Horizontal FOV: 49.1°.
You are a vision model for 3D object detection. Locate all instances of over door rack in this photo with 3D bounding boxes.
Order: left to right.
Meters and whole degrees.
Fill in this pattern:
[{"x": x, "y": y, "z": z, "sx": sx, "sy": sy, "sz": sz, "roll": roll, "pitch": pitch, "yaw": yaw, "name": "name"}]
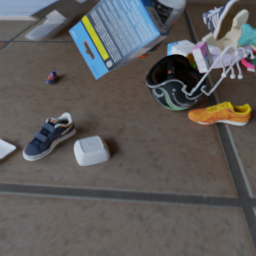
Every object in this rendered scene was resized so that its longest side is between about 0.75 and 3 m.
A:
[{"x": 2.432, "y": -1.368, "z": 7.363, "sx": 1.256, "sy": 1.700, "sz": 0.566, "roll": -8, "pitch": 61, "yaw": -49, "name": "over door rack"}]

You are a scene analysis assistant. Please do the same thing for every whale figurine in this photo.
[{"x": 5.194, "y": -3.212, "z": 10.135, "sx": 2.240, "sy": 1.782, "sz": 1.162, "roll": 17, "pitch": -3, "yaw": 2, "name": "whale figurine"}]

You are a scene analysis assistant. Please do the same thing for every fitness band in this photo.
[{"x": 6.506, "y": -3.362, "z": 13.712, "sx": 1.864, "sy": 0.349, "sz": 1.339, "roll": 15, "pitch": 72, "yaw": 19, "name": "fitness band"}]

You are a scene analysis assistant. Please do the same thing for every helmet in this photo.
[{"x": 1.840, "y": -1.588, "z": 10.573, "sx": 1.999, "sy": 1.906, "sz": 1.999, "roll": -30, "pitch": 41, "yaw": 29, "name": "helmet"}]

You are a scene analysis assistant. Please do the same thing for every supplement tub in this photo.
[{"x": 0.755, "y": -3.750, "z": 9.874, "sx": 1.567, "sy": 2.558, "sz": 1.567, "roll": 12, "pitch": 59, "yaw": -20, "name": "supplement tub"}]

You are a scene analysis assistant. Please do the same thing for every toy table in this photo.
[{"x": 4.946, "y": -4.377, "z": 13.758, "sx": 2.808, "sy": 1.644, "sz": 2.581, "roll": -43, "pitch": 39, "yaw": -15, "name": "toy table"}]

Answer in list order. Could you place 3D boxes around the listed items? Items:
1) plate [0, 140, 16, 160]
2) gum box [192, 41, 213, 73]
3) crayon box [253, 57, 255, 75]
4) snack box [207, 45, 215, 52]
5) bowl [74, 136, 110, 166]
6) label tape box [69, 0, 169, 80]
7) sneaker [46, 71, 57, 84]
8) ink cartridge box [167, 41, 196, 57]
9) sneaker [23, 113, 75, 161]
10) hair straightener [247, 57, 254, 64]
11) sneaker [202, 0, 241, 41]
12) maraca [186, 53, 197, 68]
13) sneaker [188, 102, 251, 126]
[{"x": -4.273, "y": 0.783, "z": 8.867, "sx": 1.023, "sy": 0.165, "sz": 1.021, "roll": 20, "pitch": 42, "yaw": 24, "name": "plate"}, {"x": 2.162, "y": -2.019, "z": 8.064, "sx": 0.264, "sy": 0.799, "sz": 0.453, "roll": 2, "pitch": 42, "yaw": 44, "name": "gum box"}, {"x": 4.898, "y": -2.213, "z": 8.675, "sx": 1.701, "sy": 0.496, "sz": 1.468, "roll": -10, "pitch": -6, "yaw": 16, "name": "crayon box"}, {"x": 4.981, "y": -4.353, "z": 15.505, "sx": 1.575, "sy": 0.417, "sz": 1.120, "roll": 24, "pitch": 43, "yaw": 29, "name": "snack box"}, {"x": -1.152, "y": 0.660, "z": 8.853, "sx": 1.055, "sy": 0.394, "sz": 1.053, "roll": -11, "pitch": 39, "yaw": -16, "name": "bowl"}, {"x": -0.327, "y": -2.846, "z": 8.350, "sx": 2.495, "sy": 1.799, "sz": 0.790, "roll": -28, "pitch": 2, "yaw": 34, "name": "label tape box"}, {"x": -3.519, "y": -2.311, "z": 12.827, "sx": 0.351, "sy": 0.365, "sz": 0.931, "roll": 2, "pitch": 37, "yaw": 4, "name": "sneaker"}, {"x": 3.036, "y": -3.869, "z": 14.595, "sx": 1.246, "sy": 0.730, "sz": 1.724, "roll": -17, "pitch": 39, "yaw": -21, "name": "ink cartridge box"}, {"x": -2.598, "y": 0.204, "z": 9.129, "sx": 0.799, "sy": 0.809, "sz": 2.037, "roll": 23, "pitch": 44, "yaw": 26, "name": "sneaker"}, {"x": 5.935, "y": -3.190, "z": 13.541, "sx": 0.533, "sy": 0.284, "sz": 1.386, "roll": 37, "pitch": 22, "yaw": 14, "name": "hair straightener"}, {"x": 3.752, "y": -4.705, "z": 11.512, "sx": 0.778, "sy": 2.221, "sz": 1.205, "roll": -25, "pitch": 73, "yaw": -7, "name": "sneaker"}, {"x": 2.531, "y": -2.654, "z": 11.021, "sx": 0.534, "sy": 0.417, "sz": 0.780, "roll": -26, "pitch": 52, "yaw": 9, "name": "maraca"}, {"x": 3.290, "y": -0.591, "z": 10.146, "sx": 2.216, "sy": 0.855, "sz": 0.809, "roll": -3, "pitch": 38, "yaw": -1, "name": "sneaker"}]
